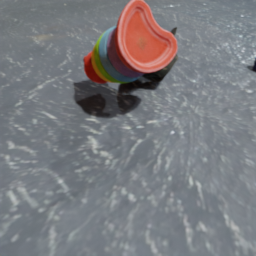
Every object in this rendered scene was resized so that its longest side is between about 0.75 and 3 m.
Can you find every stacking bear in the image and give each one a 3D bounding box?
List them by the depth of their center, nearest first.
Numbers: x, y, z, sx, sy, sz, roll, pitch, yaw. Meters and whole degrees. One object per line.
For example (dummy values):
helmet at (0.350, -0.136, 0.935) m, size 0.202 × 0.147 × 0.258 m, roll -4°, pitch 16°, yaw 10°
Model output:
stacking bear at (-0.324, -1.980, 7.879) m, size 2.826 × 1.716 × 1.607 m, roll -7°, pitch 46°, yaw 58°

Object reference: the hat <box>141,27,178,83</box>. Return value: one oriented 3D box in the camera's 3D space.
hat at (0.953, -2.100, 9.224) m, size 0.989 × 2.451 × 2.451 m, roll 42°, pitch 36°, yaw -16°

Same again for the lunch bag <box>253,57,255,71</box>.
lunch bag at (5.023, -2.361, 10.286) m, size 0.550 × 0.536 × 0.810 m, roll -21°, pitch 43°, yaw -26°
